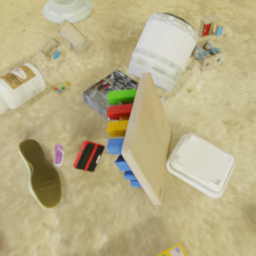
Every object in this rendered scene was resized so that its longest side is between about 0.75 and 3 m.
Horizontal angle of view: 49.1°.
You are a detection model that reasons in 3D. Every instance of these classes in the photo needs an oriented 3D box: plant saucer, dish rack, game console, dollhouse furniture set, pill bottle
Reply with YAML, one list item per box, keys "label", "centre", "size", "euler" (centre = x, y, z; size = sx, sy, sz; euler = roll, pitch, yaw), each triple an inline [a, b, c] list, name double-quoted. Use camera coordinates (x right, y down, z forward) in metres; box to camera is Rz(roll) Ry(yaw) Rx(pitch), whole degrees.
- label: "plant saucer"
  centre: [-3.257, -6.585, 14.937]
  size: [2.712, 0.681, 2.712]
  euler: [0, 54, 1]
- label: "dish rack"
  centre: [2.315, 1.063, 8.692]
  size: [1.902, 0.414, 1.632]
  euler: [30, 63, 12]
- label: "game console"
  centre: [-1.183, 0.879, 8.509]
  size: [0.145, 0.829, 0.937]
  euler: [30, 96, 41]
- label: "dollhouse furniture set"
  centre: [-2.700, -3.551, 12.353]
  size: [1.258, 1.251, 1.785]
  euler: [44, 103, 0]
- label: "dollhouse furniture set"
  centre: [3.365, -3.556, 11.842]
  size: [1.204, 1.718, 1.211]
  euler: [-23, 52, -16]
- label: "pill bottle"
  centre: [-4.276, -1.414, 10.452]
  size: [1.201, 1.201, 2.101]
  euler: [33, 58, 24]

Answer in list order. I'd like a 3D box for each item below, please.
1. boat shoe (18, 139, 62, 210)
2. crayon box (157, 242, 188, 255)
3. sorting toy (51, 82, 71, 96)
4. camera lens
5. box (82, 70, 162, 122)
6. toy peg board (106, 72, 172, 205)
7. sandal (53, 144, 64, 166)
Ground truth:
- label: "boat shoe"
  centre: [-2.718, 1.457, 8.524]
  size: [0.872, 0.752, 2.391]
  euler: [-19, 61, -34]
- label: "crayon box"
  centre: [0.607, 3.973, 6.440]
  size: [2.379, 0.614, 1.496]
  euler: [-24, 55, -18]
- label: "sorting toy"
  centre: [-2.680, -1.648, 11.259]
  size: [0.561, 0.101, 0.753]
  euler: [30, 60, 22]
- label: "camera lens"
  centre: [1.281, -2.829, 10.472]
  size: [1.967, 1.967, 2.459]
  euler: [28, 98, 21]
- label: "box"
  centre: [-0.226, -1.058, 10.553]
  size: [2.391, 0.595, 1.886]
  euler: [36, 59, 26]
- label: "toy peg board"
  centre: [0.183, 0.377, 8.211]
  size: [1.357, 2.775, 2.763]
  euler: [-4, 50, 23]
- label: "sandal"
  centre: [-2.289, 0.849, 9.248]
  size: [0.356, 0.215, 0.875]
  euler: [-10, 51, -8]
